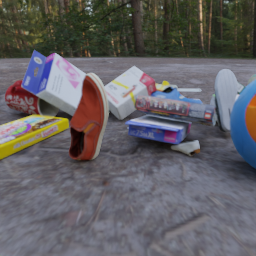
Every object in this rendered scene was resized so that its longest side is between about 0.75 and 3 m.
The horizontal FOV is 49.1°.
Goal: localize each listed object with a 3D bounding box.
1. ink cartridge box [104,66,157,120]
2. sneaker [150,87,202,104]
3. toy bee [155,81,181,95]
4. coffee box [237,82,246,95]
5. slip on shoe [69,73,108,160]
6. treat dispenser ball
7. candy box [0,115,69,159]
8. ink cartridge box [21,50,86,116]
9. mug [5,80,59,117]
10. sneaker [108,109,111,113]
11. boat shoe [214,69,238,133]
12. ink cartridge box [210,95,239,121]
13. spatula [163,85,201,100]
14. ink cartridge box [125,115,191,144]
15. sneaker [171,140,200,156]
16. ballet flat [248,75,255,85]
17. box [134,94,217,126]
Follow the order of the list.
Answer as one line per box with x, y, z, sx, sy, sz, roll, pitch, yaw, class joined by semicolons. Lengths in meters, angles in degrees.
-0.010;-1.223;9.662;1.644;0.686;1.193;-37;52;-13;ink cartridge box
1.648;-0.903;9.259;2.302;1.026;0.904;-2;-20;-42;sneaker
0.940;-1.375;10.750;2.252;1.224;1.474;-5;32;18;toy bee
4.373;-1.168;10.343;1.530;0.336;0.941;38;6;12;coffee box
-0.887;-0.152;5.924;0.621;2.028;0.751;-14;37;-42;slip on shoe
3.114;-0.072;5.461;2.129;2.129;2.129;0;17;0;treat dispenser ball
-3.016;0.159;7.664;1.407;0.364;2.753;5;18;24;candy box
-2.305;-1.588;9.563;2.233;0.484;2.192;32;35;-31;ink cartridge box
-3.416;-1.147;9.808;1.679;1.490;1.120;11;37;26;mug
-0.485;-0.916;10.611;1.617;0.790;0.571;9;-12;-20;sneaker
2.713;-0.748;8.026;0.652;1.808;0.641;2;-8;-10;boat shoe
3.811;-0.578;9.076;1.986;0.668;1.163;-1;31;-9;ink cartridge box
1.994;-1.015;10.128;1.510;1.050;0.121;-2;0;-13;spatula
0.855;0.009;7.405;1.309;0.460;2.193;10;8;18;ink cartridge box
1.365;0.520;6.729;0.310;0.361;0.852;-20;4;-32;sneaker
4.523;-0.693;7.698;2.616;0.909;0.909;32;17;-7;ballet flat
1.275;-0.448;7.308;1.944;0.388;1.331;11;-1;19;box
